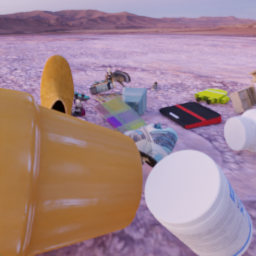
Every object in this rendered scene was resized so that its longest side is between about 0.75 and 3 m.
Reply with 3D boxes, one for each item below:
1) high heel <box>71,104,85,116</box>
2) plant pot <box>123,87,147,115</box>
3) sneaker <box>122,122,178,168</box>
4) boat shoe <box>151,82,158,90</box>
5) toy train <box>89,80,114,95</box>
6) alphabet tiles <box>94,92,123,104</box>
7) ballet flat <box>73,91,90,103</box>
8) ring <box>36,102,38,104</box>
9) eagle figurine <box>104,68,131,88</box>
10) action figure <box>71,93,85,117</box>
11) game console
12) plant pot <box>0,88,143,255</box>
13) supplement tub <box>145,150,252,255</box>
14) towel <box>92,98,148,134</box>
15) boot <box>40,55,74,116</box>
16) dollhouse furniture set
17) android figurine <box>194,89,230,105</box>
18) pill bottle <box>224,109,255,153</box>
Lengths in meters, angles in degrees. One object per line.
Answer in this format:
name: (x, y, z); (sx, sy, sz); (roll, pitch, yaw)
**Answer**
high heel: (-2.287, -0.588, 11.286); (1.108, 0.533, 0.374); (-11, 30, 4)
plant pot: (0.228, -1.014, 11.576); (0.997, 0.995, 1.016); (4, 30, 9)
sneaker: (0.522, 0.380, 7.433); (1.062, 0.955, 2.460); (-47, 20, -12)
boat shoe: (1.446, -2.275, 15.250); (0.331, 0.275, 0.922); (6, 24, 13)
toy train: (-1.287, -2.034, 13.960); (1.381, 0.588, 0.787); (-8, 32, 19)
alphabet tiles: (-0.625, -1.469, 13.670); (1.846, 0.058, 1.536); (-12, 27, -26)
ballet flat: (-2.243, -1.350, 12.418); (1.294, 0.473, 0.473); (23, 31, 23)
ring: (-3.970, -1.036, 8.849); (2.167, 0.208, 2.167); (9, 0, 0)
eagle figurine: (-0.542, -2.367, 13.611); (1.200, 0.905, 0.910); (3, 23, -14)
action figure: (-1.991, -0.813, 10.545); (0.658, 0.565, 1.106); (4, 64, 11)
game console: (2.486, -0.520, 11.274); (1.838, 0.322, 2.078); (-14, 26, -20)
plant pot: (-1.340, 0.910, 5.092); (2.728, 2.980, 2.980); (6, 19, -25)
supplement tub: (1.170, 1.296, 4.437); (1.184, 1.795, 1.184); (-21, 43, 22)
towel: (-0.290, -0.426, 10.307); (1.348, 0.214, 1.878); (-23, 54, -39)
boot: (-1.975, -0.793, 7.947); (1.052, 2.990, 2.141); (2, 0, -16)
dollhouse furniture set: (5.524, -1.393, 11.222); (1.448, 2.044, 2.225); (-21, 1, -37)
android figurine: (4.019, -1.504, 13.378); (1.606, 0.362, 1.765); (19, 31, 37)
pill bottle: (4.261, 0.052, 8.558); (2.404, 1.340, 1.340); (-7, 24, -15)
